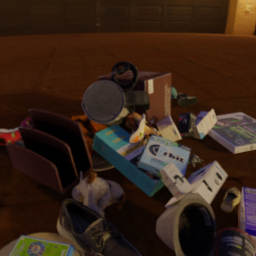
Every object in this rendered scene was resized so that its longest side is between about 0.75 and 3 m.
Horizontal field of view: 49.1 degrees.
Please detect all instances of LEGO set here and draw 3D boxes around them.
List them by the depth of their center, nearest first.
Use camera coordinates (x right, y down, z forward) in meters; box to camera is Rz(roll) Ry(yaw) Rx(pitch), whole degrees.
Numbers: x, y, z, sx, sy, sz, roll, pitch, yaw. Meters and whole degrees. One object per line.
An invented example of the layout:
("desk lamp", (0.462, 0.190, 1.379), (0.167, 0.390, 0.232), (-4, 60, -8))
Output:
("LEGO set", (2.454, 1.193, 9.971), (0.664, 0.290, 1.023), (-16, 29, -30))

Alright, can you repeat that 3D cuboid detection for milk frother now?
("milk frother", (-0.515, -1.396, 10.476), (2.265, 2.510, 2.361), (-27, -9, 6))

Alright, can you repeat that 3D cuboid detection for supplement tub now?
("supplement tub", (2.087, 2.887, 5.693), (0.880, 0.880, 1.646), (11, 28, 22))

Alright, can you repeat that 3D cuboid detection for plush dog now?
("plush dog", (-0.720, 1.807, 7.967), (1.266, 1.182, 1.474), (11, 14, -37))

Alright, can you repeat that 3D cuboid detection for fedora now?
("fedora", (1.253, 2.299, 6.414), (1.811, 1.601, 0.818), (11, -16, -44))

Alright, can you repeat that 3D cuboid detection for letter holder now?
("letter holder", (-2.556, 0.553, 8.585), (2.568, 1.825, 1.292), (15, 37, 36))

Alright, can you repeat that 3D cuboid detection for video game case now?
("video game case", (4.797, 0.105, 12.219), (2.660, 0.342, 2.926), (-9, 27, -17))

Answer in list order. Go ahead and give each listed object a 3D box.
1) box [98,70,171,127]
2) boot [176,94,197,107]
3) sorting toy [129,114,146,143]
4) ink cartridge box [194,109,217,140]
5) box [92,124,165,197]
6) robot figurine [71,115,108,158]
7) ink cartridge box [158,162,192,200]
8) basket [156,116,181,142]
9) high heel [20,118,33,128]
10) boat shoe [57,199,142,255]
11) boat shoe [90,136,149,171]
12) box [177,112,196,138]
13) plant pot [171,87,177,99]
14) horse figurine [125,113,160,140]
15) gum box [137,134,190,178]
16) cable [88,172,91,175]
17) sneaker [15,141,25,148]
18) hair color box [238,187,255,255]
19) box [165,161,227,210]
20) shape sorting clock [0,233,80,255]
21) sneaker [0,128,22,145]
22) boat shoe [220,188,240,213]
("box", (0.337, -1.393, 12.952), (2.626, 2.179, 2.157), (12, 24, 34))
("boot", (2.985, -1.561, 15.584), (1.446, 0.522, 1.092), (-12, 25, -36))
("sorting toy", (0.402, -0.014, 9.363), (0.488, 0.823, 0.914), (15, 28, 2))
("ink cartridge box", (3.191, -0.193, 11.875), (1.241, 0.714, 0.421), (-43, 32, -24))
("box", (0.117, 0.969, 9.163), (2.656, 0.653, 1.093), (36, 40, 26))
("robot figurine", (-1.622, 0.205, 11.492), (1.959, 0.786, 2.702), (-11, 28, -22))
("ink cartridge box", (1.151, 1.328, 6.994), (0.332, 0.587, 0.800), (-31, 73, -19))
("basket", (1.638, 0.096, 11.482), (0.677, 0.834, 0.842), (-27, 27, 8))
("high heel", (-4.396, -0.148, 12.526), (0.707, 0.496, 1.470), (-22, 28, -18))
("boat shoe", (-0.741, 2.519, 6.460), (2.679, 0.868, 0.981), (18, 30, 34))
("boat shoe", (-0.318, 0.805, 10.218), (2.582, 0.736, 0.863), (-16, 35, -30))
("box", (2.383, -0.109, 11.368), (0.549, 0.899, 0.477), (-10, -29, 43))
("plant pot", (2.514, -2.150, 16.751), (0.850, 0.572, 0.850), (0, 25, 0))
("horse figurine", (0.549, 0.077, 10.565), (1.845, 0.695, 2.784), (37, 1, 25))
("gum box", (1.155, 0.936, 8.702), (1.360, 0.357, 1.601), (21, 33, 8))
("cable", (-1.349, 1.356, 9.428), (0.887, 0.431, 0.223), (40, 5, 31))
("sneaker", (-3.369, 0.462, 10.909), (1.993, 0.807, 0.736), (-6, 26, -12))
("hair color box", (3.045, 2.294, 6.951), (0.509, 0.859, 1.571), (8, 26, 18))
("box", (1.936, 1.741, 7.812), (0.551, 1.068, 1.832), (52, 43, 4))
("shape sorting clock", (-2.004, 3.035, 5.902), (2.009, 0.394, 2.009), (4, 27, -2))
("sneaker", (-4.614, 0.469, 11.313), (1.780, 0.685, 0.756), (-6, 41, -1))
("boat shoe", (3.002, 2.017, 8.144), (0.405, 0.349, 1.110), (19, 31, 35))
